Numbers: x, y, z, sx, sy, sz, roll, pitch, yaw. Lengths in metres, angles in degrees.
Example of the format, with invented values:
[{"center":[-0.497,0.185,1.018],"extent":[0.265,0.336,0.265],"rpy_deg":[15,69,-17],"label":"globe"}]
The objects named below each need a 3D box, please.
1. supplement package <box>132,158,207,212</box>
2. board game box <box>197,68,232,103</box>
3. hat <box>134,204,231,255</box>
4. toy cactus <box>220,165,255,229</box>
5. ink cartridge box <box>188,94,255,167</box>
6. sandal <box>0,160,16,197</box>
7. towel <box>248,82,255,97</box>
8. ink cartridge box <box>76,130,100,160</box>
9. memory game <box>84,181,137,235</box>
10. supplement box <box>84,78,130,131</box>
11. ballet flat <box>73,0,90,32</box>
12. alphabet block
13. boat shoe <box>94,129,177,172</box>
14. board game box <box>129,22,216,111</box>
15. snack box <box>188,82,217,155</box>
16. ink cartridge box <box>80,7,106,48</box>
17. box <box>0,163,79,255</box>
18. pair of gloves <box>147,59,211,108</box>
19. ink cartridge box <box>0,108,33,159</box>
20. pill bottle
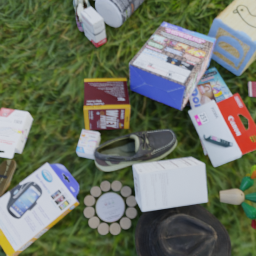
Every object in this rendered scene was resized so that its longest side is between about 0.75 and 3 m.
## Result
[{"center":[1.254,1.695,8.682],"extent":[2.033,1.192,1.188],"rpy_deg":[-6,95,-7],"label":"supplement package"},{"center":[3.167,-1.526,10.784],"extent":[1.080,0.336,1.431],"rpy_deg":[-20,68,-8],"label":"board game box"},{"center":[1.685,3.137,8.025],"extent":[2.916,1.176,2.916],"rpy_deg":[3,53,-4],"label":"hat"},{"center":[3.822,2.171,8.846],"extent":[1.765,1.094,2.139],"rpy_deg":[-2,69,16],"label":"toy cactus"},{"center":[3.249,0.013,9.306],"extent":[1.796,0.451,2.069],"rpy_deg":[-25,69,12],"label":"ink cartridge box"},{"center":[-4.238,1.818,9.348],"extent":[0.659,0.443,1.640],"rpy_deg":[14,53,7],"label":"sandal"},{"center":[5.147,-1.469,10.894],"extent":[0.921,0.105,0.664],"rpy_deg":[4,69,4],"label":"towel"},{"center":[-1.365,0.524,9.769],"extent":[0.608,0.592,0.946],"rpy_deg":[10,68,4],"label":"ink cartridge box"},{"center":[-0.572,2.574,9.118],"extent":[1.773,0.113,1.773],"rpy_deg":[0,64,0],"label":"memory game"},{"center":[-0.765,-0.841,9.821],"extent":[1.529,1.029,1.550],"rpy_deg":[-2,49,-6],"label":"supplement box"},{"center":[-2.011,-5.141,12.098],"extent":[0.724,0.745,2.093],"rpy_deg":[-8,67,-1],"label":"ballet flat"},{"center":[4.375,-3.587,10.806],"extent":[1.910,1.921,1.956],"rpy_deg":[40,72,14],"label":"alphabet block"},{"center":[0.289,0.660,9.468],"extent":[2.981,0.980,1.065],"rpy_deg":[-16,61,-7],"label":"boat shoe"},{"center":[1.565,-2.252,9.986],"extent":[2.086,1.267,2.617],"rpy_deg":[25,60,18],"label":"board game box"},{"center":[2.840,-0.367,10.018],"extent":[0.919,0.311,2.558],"rpy_deg":[-14,72,5],"label":"snack box"},{"center":[-1.393,-4.066,11.331],"extent":[0.529,1.263,0.912],"rpy_deg":[-35,68,-13],"label":"ink cartridge box"},{"center":[-2.958,2.467,8.976],"extent":[2.840,0.589,1.690],"rpy_deg":[-37,71,-17],"label":"box"},{"center":[1.737,-2.185,11.062],"extent":[2.596,0.360,2.914],"rpy_deg":[21,68,9],"label":"pair of gloves"},{"center":[-4.183,0.263,9.884],"extent":[1.021,0.592,1.753],"rpy_deg":[9,66,4],"label":"ink cartridge box"},{"center":[-0.065,-5.698,11.978],"extent":[1.430,1.430,2.692],"rpy_deg":[33,70,13],"label":"pill bottle"}]
